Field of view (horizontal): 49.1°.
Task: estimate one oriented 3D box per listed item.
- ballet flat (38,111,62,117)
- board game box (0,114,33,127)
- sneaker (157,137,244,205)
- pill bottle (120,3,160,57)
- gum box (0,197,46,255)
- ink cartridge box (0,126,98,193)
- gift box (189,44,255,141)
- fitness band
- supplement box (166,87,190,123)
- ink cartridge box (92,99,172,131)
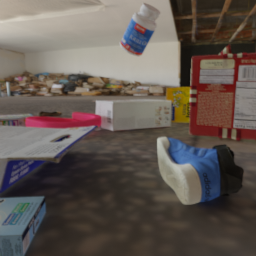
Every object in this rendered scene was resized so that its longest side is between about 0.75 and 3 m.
[{"bbox_3d":[-3.893,-0.726,14.025,1.205,0.279,0.406,-6,10,-37],"label":"ballet flat"},{"bbox_3d":[-4.568,-0.229,10.269,2.097,0.359,1.410,-4,9,-25],"label":"board game box"},{"bbox_3d":[0.999,0.511,4.042,0.921,0.636,1.656,-7,13,-7],"label":"sneaker"},{"bbox_3d":[0.475,-3.756,10.745,1.007,1.794,1.007,20,34,-14],"label":"pill bottle"},{"bbox_3d":[-1.391,0.931,2.687,0.998,0.222,0.848,-1,8,-4],"label":"gum box"},{"bbox_3d":[-2.188,0.411,4.961,2.910,0.591,2.904,1,8,5],"label":"ink cartridge box"},{"bbox_3d":[3.387,-1.148,8.407,2.623,2.843,2.655,10,10,25],"label":"gift box"},{"bbox_3d":[-2.140,-0.125,9.247,2.061,0.537,2.869,-11,12,-41],"label":"fitness band"},{"bbox_3d":[2.988,-0.967,11.583,2.623,1.436,1.427,2,8,19],"label":"supplement box"},{"bbox_3d":[0.070,-0.546,10.273,2.327,0.976,2.043,-4,9,-27],"label":"ink cartridge box"}]
